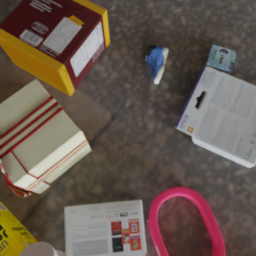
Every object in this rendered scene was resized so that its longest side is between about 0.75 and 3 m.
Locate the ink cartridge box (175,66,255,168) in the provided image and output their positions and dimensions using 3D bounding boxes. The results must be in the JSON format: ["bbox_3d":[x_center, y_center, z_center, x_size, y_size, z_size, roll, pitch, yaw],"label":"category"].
[{"bbox_3d":[3.499,-0.470,9.984,2.910,0.591,2.904,26,73,9],"label":"ink cartridge box"}]

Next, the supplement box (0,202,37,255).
[{"bbox_3d":[-3.885,3.384,8.206,2.623,1.436,1.427,40,76,12],"label":"supplement box"}]

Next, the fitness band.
[{"bbox_3d":[1.784,3.303,8.765,2.061,0.537,2.869,-17,73,-9],"label":"fitness band"}]

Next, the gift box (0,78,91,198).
[{"bbox_3d":[-3.048,0.315,8.598,2.655,2.843,2.623,-40,70,-11],"label":"gift box"}]

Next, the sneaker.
[{"bbox_3d":[0.917,-2.451,10.633,0.921,0.636,1.656,16,68,-1],"label":"sneaker"}]

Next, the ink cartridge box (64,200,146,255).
[{"bbox_3d":[-0.670,3.344,8.465,2.327,0.976,2.043,-4,71,-1],"label":"ink cartridge box"}]

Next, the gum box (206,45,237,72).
[{"bbox_3d":[3.663,-2.726,10.964,0.998,0.222,0.848,17,72,6],"label":"gum box"}]

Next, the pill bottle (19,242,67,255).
[{"bbox_3d":[-1.400,2.987,5.298,1.007,1.794,1.007,-10,35,7],"label":"pill bottle"}]

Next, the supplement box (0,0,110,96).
[{"bbox_3d":[-2.611,-3.289,10.265,2.803,1.887,2.842,30,74,10],"label":"supplement box"}]
